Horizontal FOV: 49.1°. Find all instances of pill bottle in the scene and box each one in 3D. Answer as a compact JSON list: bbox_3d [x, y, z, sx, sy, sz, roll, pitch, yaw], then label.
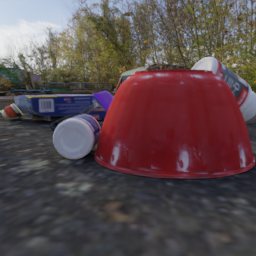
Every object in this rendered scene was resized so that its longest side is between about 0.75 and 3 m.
[{"bbox_3d":[3.126,-1.189,9.176,2.305,1.335,1.335,28,-3,-22],"label":"pill bottle"},{"bbox_3d":[-0.849,0.106,5.029,0.660,0.660,1.189,0,9,3],"label":"pill bottle"}]

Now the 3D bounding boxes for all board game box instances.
[{"bbox_3d":[-2.593,-0.810,10.686,2.987,0.921,2.985,-6,9,-33],"label":"board game box"}]

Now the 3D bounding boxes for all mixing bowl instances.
[{"bbox_3d":[0.742,-0.224,4.724,2.656,1.439,2.656,0,9,0],"label":"mixing bowl"}]

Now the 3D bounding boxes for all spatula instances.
[{"bbox_3d":[-1.278,-0.514,8.536,2.610,0.738,0.268,-34,-13,-39],"label":"spatula"}]

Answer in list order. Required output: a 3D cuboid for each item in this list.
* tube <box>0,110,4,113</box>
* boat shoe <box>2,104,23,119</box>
[{"bbox_3d":[-5.401,-0.677,12.316,0.270,0.302,1.039,-43,21,-17],"label":"tube"},{"bbox_3d":[-4.348,-0.570,10.550,0.493,0.561,1.577,-41,10,-9],"label":"boat shoe"}]
